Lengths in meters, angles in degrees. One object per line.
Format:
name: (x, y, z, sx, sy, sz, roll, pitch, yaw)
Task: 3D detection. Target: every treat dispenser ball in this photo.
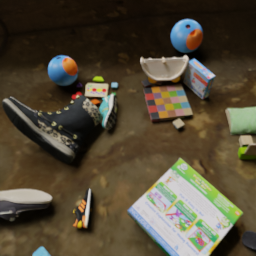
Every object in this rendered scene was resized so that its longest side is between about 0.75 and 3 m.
treat dispenser ball: (-2.700, -2.360, 11.624, 1.214, 1.214, 1.214, 0, 55, 0)
treat dispenser ball: (2.667, -4.173, 12.772, 1.436, 1.436, 1.436, 0, 55, 0)

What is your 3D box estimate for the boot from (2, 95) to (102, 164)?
boot: (-2.599, -0.459, 9.990, 3.034, 1.095, 2.291, 40, 58, -5)

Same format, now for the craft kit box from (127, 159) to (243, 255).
craft kit box: (1.639, 2.510, 8.241, 2.389, 0.587, 2.419, -40, 69, -19)

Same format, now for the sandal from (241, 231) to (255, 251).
sandal: (4.095, 3.424, 7.830, 1.759, 0.397, 0.661, 14, 57, 45)

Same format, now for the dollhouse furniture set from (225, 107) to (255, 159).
dollhouse furniture set: (4.570, -0.118, 10.063, 1.481, 1.134, 2.261, 0, 55, 0)

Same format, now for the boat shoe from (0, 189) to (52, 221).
boat shoe: (-3.669, 2.432, 8.681, 2.566, 0.932, 0.805, 1, 98, -6)

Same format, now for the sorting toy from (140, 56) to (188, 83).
sorting toy: (1.501, -2.697, 12.000, 1.895, 1.012, 1.706, -1, 30, 4)

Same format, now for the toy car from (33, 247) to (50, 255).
toy car: (-2.195, 4.451, 6.855, 1.905, 1.828, 2.067, -40, 91, -26)

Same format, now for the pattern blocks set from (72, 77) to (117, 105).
pattern blocks set: (-1.334, -1.546, 11.677, 1.726, 0.140, 1.517, 10, 55, 7)

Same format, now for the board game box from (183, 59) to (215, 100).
board game box: (2.845, -1.961, 11.335, 0.336, 1.177, 1.202, -29, 61, -19)

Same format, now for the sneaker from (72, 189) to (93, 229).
sneaker: (-1.420, 2.472, 8.676, 0.569, 0.443, 1.266, -4, 52, 6)

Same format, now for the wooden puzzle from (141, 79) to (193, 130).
wooden puzzle: (1.561, -1.043, 11.290, 1.640, 0.194, 2.766, -7, 55, -5)

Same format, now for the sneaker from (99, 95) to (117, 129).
sneaker: (-0.808, -0.588, 10.842, 0.649, 0.631, 1.628, -9, 48, 17)
